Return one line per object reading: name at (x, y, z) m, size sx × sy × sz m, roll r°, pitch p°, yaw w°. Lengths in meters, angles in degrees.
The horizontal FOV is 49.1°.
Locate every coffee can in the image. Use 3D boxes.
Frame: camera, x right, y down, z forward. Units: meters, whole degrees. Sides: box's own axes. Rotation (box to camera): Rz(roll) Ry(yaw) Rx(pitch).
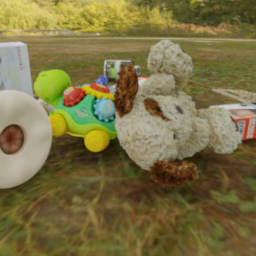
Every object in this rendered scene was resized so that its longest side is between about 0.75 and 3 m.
coffee can at (-0.461, -2.969, 14.546) m, size 1.423 × 1.041 × 1.041 m, roll 2°, pitch 22°, yaw 7°

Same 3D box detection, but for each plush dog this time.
plush dog at (0.635, -0.115, 5.951) m, size 2.335 × 2.911 × 2.500 m, roll -36°, pitch -3°, yaw 32°

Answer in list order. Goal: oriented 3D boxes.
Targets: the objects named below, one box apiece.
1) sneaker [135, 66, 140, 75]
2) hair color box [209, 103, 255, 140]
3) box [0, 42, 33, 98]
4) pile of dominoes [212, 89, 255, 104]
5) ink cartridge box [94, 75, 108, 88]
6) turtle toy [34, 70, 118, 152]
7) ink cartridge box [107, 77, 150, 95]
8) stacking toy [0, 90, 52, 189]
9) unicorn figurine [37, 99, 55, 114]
sneaker at (0.032, -3.164, 15.799) m, size 0.797 × 0.625 × 1.604 m, roll 5°, pitch 12°, yaw 30°
hair color box at (3.573, -0.248, 8.172) m, size 2.170 × 0.694 × 1.203 m, roll -8°, pitch 23°, yaw -19°
box at (-4.441, -1.654, 9.538) m, size 2.038 × 2.310 × 1.117 m, roll -12°, pitch 26°, yaw -30°
pile of dominoes at (3.802, -1.111, 9.002) m, size 1.368 × 0.280 × 1.756 m, roll -2°, pitch 22°, yaw -23°
ink cartridge box at (-1.061, -1.568, 10.740) m, size 0.572 × 0.269 × 1.216 m, roll -40°, pitch -5°, yaw -8°
turtle toy at (-1.170, -0.532, 7.063) m, size 2.685 × 1.357 × 1.957 m, roll 21°, pitch 16°, yaw 7°
ink cartridge box at (0.488, -1.484, 10.643) m, size 1.585 × 0.733 × 2.910 m, roll 7°, pitch 26°, yaw 43°
stacking toy at (-3.091, 0.129, 5.945) m, size 2.567 × 1.876 × 1.876 m, roll 6°, pitch 22°, yaw 34°
unicorn figurine at (-2.213, -0.645, 8.422) m, size 2.131 × 0.787 × 1.464 m, roll 24°, pitch 40°, yaw 2°
